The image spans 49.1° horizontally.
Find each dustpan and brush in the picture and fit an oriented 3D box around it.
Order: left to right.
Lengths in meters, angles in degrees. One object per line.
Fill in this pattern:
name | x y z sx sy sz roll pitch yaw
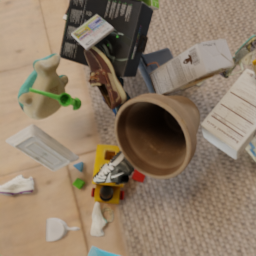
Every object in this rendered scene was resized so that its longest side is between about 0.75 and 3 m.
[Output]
dustpan and brush | -2.510 3.914 10.789 1.239 0.355 0.865 -1 82 6

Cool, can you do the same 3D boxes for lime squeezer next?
lime squeezer | -1.996 -0.893 8.870 0.832 2.356 0.444 27 93 25

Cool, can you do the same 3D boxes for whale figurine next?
whale figurine | -2.949 -1.463 9.424 1.313 2.530 2.012 39 50 17

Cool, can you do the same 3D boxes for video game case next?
video game case | -1.063 -2.838 8.288 1.012 0.112 0.922 -39 59 -5

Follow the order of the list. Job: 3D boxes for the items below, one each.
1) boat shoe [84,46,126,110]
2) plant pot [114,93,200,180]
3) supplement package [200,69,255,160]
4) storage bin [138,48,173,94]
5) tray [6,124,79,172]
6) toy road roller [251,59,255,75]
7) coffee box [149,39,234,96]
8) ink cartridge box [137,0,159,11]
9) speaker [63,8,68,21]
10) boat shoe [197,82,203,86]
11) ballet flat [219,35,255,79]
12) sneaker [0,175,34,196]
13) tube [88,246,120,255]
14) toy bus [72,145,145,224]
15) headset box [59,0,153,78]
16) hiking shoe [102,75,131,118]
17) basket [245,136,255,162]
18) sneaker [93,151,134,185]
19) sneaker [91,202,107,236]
boat shoe | -0.848 -1.520 8.676 0.744 0.746 2.069 -39 110 -29
plant pot | 1.247 -0.017 8.973 2.613 2.613 2.279 47 41 11
supplement package | 3.882 -0.420 9.628 1.485 1.480 2.531 39 89 25
storage bin | 1.378 -2.379 11.771 1.370 1.485 2.040 -24 77 -4
tray | -2.767 0.804 9.247 1.207 2.249 0.249 -27 45 18
toy road roller | 4.347 -1.956 8.462 0.982 0.717 0.604 -32 102 -2
coffee box | 2.115 -2.007 9.766 1.462 2.556 1.019 -18 88 -32
ink cartridge box | 0.320 -4.267 9.498 1.018 1.378 0.522 -2 104 28
speaker | -2.026 -4.279 10.178 0.370 0.370 0.912 30 98 7
boat shoe | 2.612 -2.286 12.277 1.455 0.503 0.536 14 76 4
ballet flat | 3.878 -2.339 9.674 0.706 1.962 0.706 9 63 -19
sneaker | -4.509 2.278 11.125 1.525 0.571 0.760 -3 65 -7
tube | -0.447 3.878 7.600 0.712 2.825 1.094 9 69 31
toy bus | -0.760 1.909 10.732 2.502 1.370 2.651 -39 78 -9
headset box | -0.678 -3.142 9.414 2.713 1.259 2.362 20 107 17
hiking shoe | -0.450 -1.013 10.481 0.823 0.959 2.213 3 65 -39
basket | 5.612 0.085 10.901 2.457 1.709 2.166 -36 77 22
sneaker | -0.448 1.467 8.645 0.884 1.954 0.649 43 48 -2
sneaker | -1.093 3.498 10.751 0.570 0.484 1.287 4 91 4
